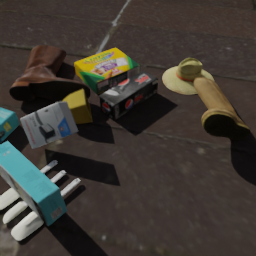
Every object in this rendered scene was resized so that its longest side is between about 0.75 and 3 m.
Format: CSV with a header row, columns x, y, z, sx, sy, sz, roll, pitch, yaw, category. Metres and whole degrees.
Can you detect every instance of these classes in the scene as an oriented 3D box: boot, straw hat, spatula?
x,y,z,sx,sy,sz,roll,pitch,yaw,category
-2.397,-1.990,9.598,2.610,0.899,2.800,4,41,1,boot
2.350,-0.681,7.953,1.841,0.695,2.102,21,36,-38,boot
2.098,-1.960,9.564,1.792,0.759,1.792,0,46,0,straw hat
-2.103,1.579,6.550,1.297,0.150,1.865,28,51,32,spatula

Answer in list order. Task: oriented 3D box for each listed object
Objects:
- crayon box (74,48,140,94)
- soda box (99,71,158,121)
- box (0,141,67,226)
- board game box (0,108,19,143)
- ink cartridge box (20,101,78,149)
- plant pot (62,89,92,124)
x,y,z,sx,sy,sz,roll,pitch,yaw,category
-0.732,-2.051,9.810,1.764,0.514,1.522,-27,51,-24,crayon box
0.044,-1.058,8.777,1.936,0.613,0.685,-35,54,-30,soda box
-2.272,1.180,6.261,2.096,0.863,0.515,31,52,32,box
-4.383,0.202,7.599,1.661,0.516,2.200,18,48,17,board game box
-2.026,-0.074,7.202,1.183,0.858,0.495,-20,3,15,ink cartridge box
-1.547,-0.562,8.247,0.757,0.736,0.740,-15,47,0,plant pot
